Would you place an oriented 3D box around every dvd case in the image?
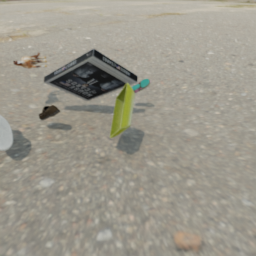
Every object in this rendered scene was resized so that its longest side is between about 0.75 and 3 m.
[{"bbox_3d":[-1.244,-1.580,9.082,2.513,0.311,1.889,-15,-26,41],"label":"dvd case"}]

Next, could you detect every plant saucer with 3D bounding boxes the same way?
[{"bbox_3d":[-0.135,-0.396,7.469,0.299,1.248,1.249,12,-15,-13],"label":"plant saucer"}]

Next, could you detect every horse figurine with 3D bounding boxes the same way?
[{"bbox_3d":[-3.388,-2.319,9.806,1.034,0.389,1.560,-7,25,-13],"label":"horse figurine"}]

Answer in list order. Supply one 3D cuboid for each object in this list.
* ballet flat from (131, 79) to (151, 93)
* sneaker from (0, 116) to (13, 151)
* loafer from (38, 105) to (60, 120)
[{"bbox_3d":[0.510,-1.495,10.023,0.343,0.333,0.964,12,-25,-43],"label":"ballet flat"},{"bbox_3d":[-3.865,-0.044,7.699,0.670,1.025,1.833,-35,88,-40],"label":"sneaker"},{"bbox_3d":[-2.525,-0.528,8.842,1.061,0.379,0.387,-13,21,44],"label":"loafer"}]
